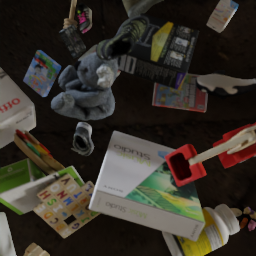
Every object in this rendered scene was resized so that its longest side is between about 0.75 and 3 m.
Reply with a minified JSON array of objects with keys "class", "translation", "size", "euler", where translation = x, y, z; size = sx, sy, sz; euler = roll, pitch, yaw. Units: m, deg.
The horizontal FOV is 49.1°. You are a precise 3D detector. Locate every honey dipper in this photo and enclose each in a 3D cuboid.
[{"class":"honey dipper","translation":[-1.613,-3.784,8.425],"size":[0.398,0.398,2.098],"euler":[11,92,3]}]

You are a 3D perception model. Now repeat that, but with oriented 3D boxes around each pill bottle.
[{"class":"pill bottle","translation":[1.757,2.528,6.794],"size":[1.683,0.946,0.946],"euler":[-24,77,-7]}]

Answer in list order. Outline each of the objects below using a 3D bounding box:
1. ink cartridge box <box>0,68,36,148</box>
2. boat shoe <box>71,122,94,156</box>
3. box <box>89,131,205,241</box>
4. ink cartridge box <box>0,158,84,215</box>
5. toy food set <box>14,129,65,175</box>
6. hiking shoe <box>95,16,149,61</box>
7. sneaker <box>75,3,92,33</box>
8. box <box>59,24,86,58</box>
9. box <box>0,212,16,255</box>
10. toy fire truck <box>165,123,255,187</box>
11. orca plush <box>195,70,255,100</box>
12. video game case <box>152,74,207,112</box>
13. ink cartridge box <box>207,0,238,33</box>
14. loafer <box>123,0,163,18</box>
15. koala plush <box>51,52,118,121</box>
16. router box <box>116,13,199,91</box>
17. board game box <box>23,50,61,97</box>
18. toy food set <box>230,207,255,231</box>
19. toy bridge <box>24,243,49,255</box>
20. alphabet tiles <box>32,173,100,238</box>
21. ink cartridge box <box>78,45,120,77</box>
[{"class":"ink cartridge box","translation":[-4.129,-0.746,7.144],"size":[2.136,1.233,2.936],"euler":[-38,75,-28]},{"class":"boat shoe","translation":[-1.124,0.413,6.902],"size":[0.496,1.342,0.458],"euler":[20,56,0]},{"class":"box","translation":[0.425,1.061,6.230],"size":[2.060,2.854,0.519],"euler":[17,112,-3]},{"class":"ink cartridge box","translation":[-2.109,1.295,6.852],"size":[1.827,1.350,0.692],"euler":[-22,56,-6]},{"class":"toy food set","translation":[-2.234,0.609,6.969],"size":[0.376,1.544,1.529],"euler":[-46,106,-12]},{"class":"hiking shoe","translation":[0.009,-1.841,5.919],"size":[1.385,0.524,0.697],"euler":[-42,42,-9]},{"class":"sneaker","translation":[-1.366,-3.329,8.413],"size":[0.410,0.486,1.111],"euler":[-20,54,26]},{"class":"box","translation":[-1.483,-2.358,7.596],"size":[0.165,0.757,0.606],"euler":[-14,30,27]},{"class":"box","translation":[-3.631,3.385,6.405],"size":[1.787,1.248,2.347],"euler":[-19,76,-5]},{"class":"toy fire truck","translation":[2.267,0.284,5.574],"size":[2.701,1.904,0.658],"euler":[-31,72,23]},{"class":"orca plush","translation":[2.810,-1.138,7.972],"size":[1.813,0.644,0.954],"euler":[-10,52,-5]},{"class":"video game case","translation":[1.531,-1.082,8.150],"size":[1.536,0.134,1.098],"euler":[8,76,2]},{"class":"ink cartridge box","translation":[2.815,-3.371,8.430],"size":[0.536,0.522,0.834],"euler":[33,100,7]},{"class":"loafer","translation":[0.695,-4.250,8.634],"size":[2.086,0.784,0.726],"euler":[-38,83,-9]},{"class":"koala plush","translation":[-0.803,-1.177,6.876],"size":[1.596,1.737,1.540],"euler":[20,40,-19]},{"class":"router box","translation":[0.846,-2.176,7.687],"size":[1.812,0.602,2.304],"euler":[20,48,5]},{"class":"board game box","translation":[-2.404,-1.506,7.805],"size":[0.780,0.189,1.031],"euler":[38,115,7]},{"class":"toy food set","translation":[3.004,2.363,7.247],"size":[0.936,0.147,0.595],"euler":[-7,76,-2]},{"class":"toy bridge","translation":[-2.135,2.903,6.264],"size":[0.507,1.509,0.205],"euler":[-39,97,-30]},{"class":"alphabet tiles","translation":[-1.378,1.844,6.767],"size":[1.418,1.696,0.064],"euler":[-34,38,-7]},{"class":"ink cartridge box","translation":[-0.834,-1.748,8.081],"size":[0.737,0.419,1.012],"euler":[-44,91,-10]}]
